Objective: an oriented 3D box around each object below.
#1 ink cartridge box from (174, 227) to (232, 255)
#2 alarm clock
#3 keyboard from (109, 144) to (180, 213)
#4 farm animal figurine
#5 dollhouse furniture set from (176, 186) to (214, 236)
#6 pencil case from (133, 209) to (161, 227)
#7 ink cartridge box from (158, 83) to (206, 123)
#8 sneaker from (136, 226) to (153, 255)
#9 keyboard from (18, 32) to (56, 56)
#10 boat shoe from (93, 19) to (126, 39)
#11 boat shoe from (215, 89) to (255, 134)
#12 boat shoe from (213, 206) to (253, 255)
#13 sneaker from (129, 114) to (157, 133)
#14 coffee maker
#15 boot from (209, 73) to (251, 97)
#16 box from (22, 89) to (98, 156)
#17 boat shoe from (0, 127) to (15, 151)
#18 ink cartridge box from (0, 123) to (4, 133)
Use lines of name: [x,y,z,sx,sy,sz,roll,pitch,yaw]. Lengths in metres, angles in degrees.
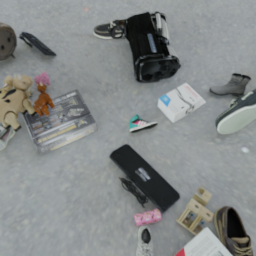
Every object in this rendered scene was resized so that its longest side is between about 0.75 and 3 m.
ink cartridge box: [2.166,3.963,7.024,1.656,0.941,2.272,-40,66,-2]
alarm clock: [-5.179,-3.531,10.933,0.739,2.221,1.498,24,70,21]
keyboard: [0.330,1.693,9.039,1.351,0.515,2.597,-25,58,-41]
farm animal figurine: [-3.787,-1.277,9.676,2.201,1.370,2.725,-29,37,-6]
dollhouse furniture set: [2.133,2.491,8.403,0.769,0.773,1.097,35,36,18]
pencil case: [0.578,2.684,8.386,0.800,0.331,0.346,-13,28,-8]
ink cartridge box: [2.055,-1.027,10.482,1.659,0.553,0.961,-31,62,-17]
sneaker: [0.459,3.391,7.839,0.494,0.542,1.322,-4,59,-2]
keyboard: [-3.929,-3.586,11.861,1.758,0.181,1.117,40,27,19]
boat shoe: [-0.419,-4.481,12.471,2.310,0.697,0.853,1,60,1]
boat shoe: [4.158,-0.691,10.039,2.928,1.107,0.883,-20,51,-21]
boat shoe: [2.975,3.252,7.766,0.824,0.811,2.211,-11,60,-6]
sneaker: [0.494,-0.234,10.105,1.040,0.435,0.628,-14,70,-7]
coffee maker: [0.629,-3.142,11.305,2.478,1.738,2.580,-18,57,16]
boot: [3.848,-1.689,10.635,1.373,0.904,0.479,3,44,1]
box: [-2.451,-0.255,10.027,2.221,0.537,1.759,-25,62,-14]
boat shoe: [-4.348,0.384,9.781,0.353,0.307,0.958,25,62,14]
ink cartridge box: [-4.769,-0.183,9.922,0.820,0.478,1.135,23,62,28]
